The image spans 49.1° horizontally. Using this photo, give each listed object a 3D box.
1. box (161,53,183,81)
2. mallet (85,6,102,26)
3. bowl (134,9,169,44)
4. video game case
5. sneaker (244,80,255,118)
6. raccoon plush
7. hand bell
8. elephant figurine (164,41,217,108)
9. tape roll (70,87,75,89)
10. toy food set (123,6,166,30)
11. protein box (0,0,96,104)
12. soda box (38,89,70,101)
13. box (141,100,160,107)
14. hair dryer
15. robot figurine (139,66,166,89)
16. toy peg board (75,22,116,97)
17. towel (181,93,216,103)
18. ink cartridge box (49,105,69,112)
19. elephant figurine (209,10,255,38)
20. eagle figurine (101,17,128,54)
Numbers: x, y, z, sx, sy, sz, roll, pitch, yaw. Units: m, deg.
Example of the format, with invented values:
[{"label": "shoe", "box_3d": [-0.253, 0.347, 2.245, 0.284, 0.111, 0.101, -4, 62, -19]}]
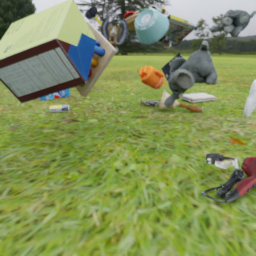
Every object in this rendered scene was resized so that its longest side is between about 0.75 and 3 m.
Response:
[{"label": "box", "box_3d": [2.314, -2.784, 13.427, 1.181, 0.660, 1.673, -36, 25, 17]}, {"label": "mallet", "box_3d": [-1.193, -4.450, 12.322, 0.369, 1.795, 0.591, -15, 28, 52]}, {"label": "bowl", "box_3d": [0.540, -2.717, 7.293, 0.936, 0.936, 0.489, 14, -14, 37]}, {"label": "video game case", "box_3d": [2.165, -4.686, 13.622, 1.614, 0.228, 1.786, 6, -19, -27]}, {"label": "sneaker", "box_3d": [3.763, -0.793, 8.213, 0.507, 1.145, 0.431, 16, 24, 13]}, {"label": "raccoon plush", "box_3d": [1.088, -3.746, 10.249, 0.750, 1.038, 1.549, -2, -25, 24]}, {"label": "hand bell", "box_3d": [2.538, -1.066, 13.314, 1.992, 1.037, 1.037, 16, 21, 7]}, {"label": "elephant figurine", "box_3d": [1.519, -1.368, 7.531, 1.550, 1.202, 1.097, -18, -4, 12]}, {"label": "tape roll", "box_3d": [-2.551, -2.941, 11.906, 2.595, 2.595, 0.474, 9, -4, 25]}, {"label": "toy food set", "box_3d": [0.631, -5.007, 12.850, 1.926, 0.473, 1.945, -11, 2, -20]}, {"label": "protein box", "box_3d": [-2.417, -2.248, 8.280, 2.282, 1.540, 2.266, -13, 45, 19]}, {"label": "soda box", "box_3d": [-4.284, -2.016, 16.224, 0.593, 0.561, 1.749, 17, 25, 42]}, {"label": "box", "box_3d": [1.157, -1.267, 14.554, 0.819, 0.202, 0.654, 11, 20, 31]}, {"label": "hair dryer", "box_3d": [2.889, 1.308, 6.566, 2.259, 0.614, 1.721, 1, 35, 16]}, {"label": "robot figurine", "box_3d": [0.810, -1.670, 9.402, 0.979, 0.704, 0.571, 32, 18, -28]}, {"label": "toy peg board", "box_3d": [-1.852, -2.658, 10.307, 1.039, 2.116, 2.124, 11, 33, -50]}, {"label": "towel", "box_3d": [3.905, -1.680, 15.679, 1.710, 0.295, 1.134, -7, 21, -22]}, {"label": "ink cartridge box", "box_3d": [-3.356, -0.979, 13.689, 0.900, 0.214, 0.910, -4, 21, -10]}, {"label": "elephant figurine", "box_3d": [2.895, -2.970, 7.879, 0.855, 0.780, 1.103, 19, 19, 0]}, {"label": "eagle figurine", "box_3d": [-0.585, -3.676, 11.035, 1.006, 1.011, 1.333, -27, 41, 35]}]
